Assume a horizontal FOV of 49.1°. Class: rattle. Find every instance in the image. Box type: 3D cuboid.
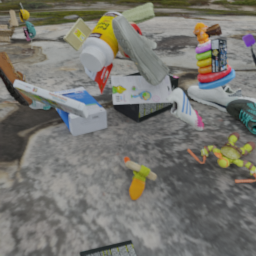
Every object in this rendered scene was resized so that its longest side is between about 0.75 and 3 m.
[{"bbox_3d":[0.141,1.562,8.872,0.966,1.059,1.483,15,-2,-37],"label":"rattle"}]

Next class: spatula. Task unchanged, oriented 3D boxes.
[{"bbox_3d":[3.036,-1.854,6.822,0.250,0.884,0.091,-29,22,3],"label":"spatula"}]

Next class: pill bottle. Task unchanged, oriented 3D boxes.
[{"bbox_3d":[-0.914,-3.304,10.847,1.295,1.295,2.370,13,58,22],"label":"pill bottle"}]

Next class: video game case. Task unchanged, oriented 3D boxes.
[{"bbox_3d":[-1.913,-0.693,7.390,1.699,0.214,1.867,19,-5,-4],"label":"video game case"}]

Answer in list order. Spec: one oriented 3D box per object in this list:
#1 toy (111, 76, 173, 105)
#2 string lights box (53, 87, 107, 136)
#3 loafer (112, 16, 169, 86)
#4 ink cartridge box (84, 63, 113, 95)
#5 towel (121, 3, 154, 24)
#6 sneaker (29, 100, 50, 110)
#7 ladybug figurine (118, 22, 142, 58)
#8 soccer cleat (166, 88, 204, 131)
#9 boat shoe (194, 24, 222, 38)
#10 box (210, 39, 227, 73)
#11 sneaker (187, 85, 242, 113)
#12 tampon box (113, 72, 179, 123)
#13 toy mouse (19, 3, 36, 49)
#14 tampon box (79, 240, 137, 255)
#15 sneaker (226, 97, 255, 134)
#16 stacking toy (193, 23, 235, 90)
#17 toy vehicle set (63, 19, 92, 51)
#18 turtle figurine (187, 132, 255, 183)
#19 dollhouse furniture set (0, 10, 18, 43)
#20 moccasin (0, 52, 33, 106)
[{"bbox_3d":[0.471,-1.278,10.051,2.134,0.504,1.229,-1,61,-10],"label":"toy"},{"bbox_3d":[-2.196,-0.839,12.353,1.506,0.864,2.931,-14,33,-23],"label":"string lights box"},{"bbox_3d":[0.446,-2.554,9.093,0.922,2.642,0.924,-44,35,-5],"label":"loafer"},{"bbox_3d":[-1.393,-2.853,12.265,0.625,1.782,2.192,3,52,-23],"label":"ink cartridge box"},{"bbox_3d":[0.398,-5.169,12.857,1.609,0.294,1.194,-12,50,13],"label":"towel"},{"bbox_3d":[-4.182,-1.145,13.420,1.276,0.495,0.582,13,17,14],"label":"sneaker"},{"bbox_3d":[0.151,-3.270,10.613,0.635,1.198,1.765,28,-3,16],"label":"ladybug figurine"},{"bbox_3d":[1.726,-0.460,8.633,0.712,1.649,0.576,-36,24,-2],"label":"soccer cleat"},{"bbox_3d":[2.864,-3.420,10.122,0.410,0.410,1.165,-46,27,-15],"label":"boat shoe"},{"bbox_3d":[2.755,-2.164,8.436,0.274,0.947,1.191,1,15,29],"label":"box"},{"bbox_3d":[4.179,-1.716,13.630,1.085,1.143,2.840,-28,39,-36],"label":"sneaker"},{"bbox_3d":[0.796,-1.590,12.965,2.480,1.565,1.858,-23,37,-34],"label":"tampon box"},{"bbox_3d":[-4.011,-3.961,11.366,0.328,1.505,1.693,-21,4,-24],"label":"toy mouse"},{"bbox_3d":[-0.374,2.978,5.773,1.131,0.848,0.714,-8,31,-13],"label":"tampon box"},{"bbox_3d":[5.178,-0.386,11.448,1.311,1.115,2.875,-27,38,-32],"label":"sneaker"},{"bbox_3d":[2.682,-2.479,9.429,1.246,2.147,1.178,-17,20,24],"label":"stacking toy"},{"bbox_3d":[-1.655,-3.094,9.314,0.125,0.584,0.940,2,56,54],"label":"toy vehicle set"},{"bbox_3d":[3.432,0.810,9.598,2.413,0.777,1.946,22,37,33],"label":"turtle figurine"},{"bbox_3d":[-4.470,-3.606,9.916,0.750,0.641,1.448,-12,-2,-37],"label":"dollhouse furniture set"},{"bbox_3d":[-4.072,-1.759,10.066,0.841,0.796,2.177,-33,83,-35],"label":"moccasin"}]
